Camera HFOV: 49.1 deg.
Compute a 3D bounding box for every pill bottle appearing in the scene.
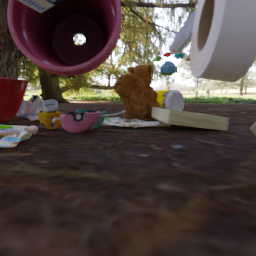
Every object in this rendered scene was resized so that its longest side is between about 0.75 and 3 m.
[{"bbox_3d":[1.618,-1.285,14.215,1.256,1.256,2.299,-5,7,-38],"label":"pill bottle"}]

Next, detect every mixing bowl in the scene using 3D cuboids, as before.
[{"bbox_3d":[-5.102,-0.997,10.205,2.822,1.528,2.822,0,5,0],"label":"mixing bowl"}]

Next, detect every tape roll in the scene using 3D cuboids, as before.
[{"bbox_3d":[2.221,-2.434,6.485,0.934,2.669,2.669,7,6,0],"label":"tape roll"}]

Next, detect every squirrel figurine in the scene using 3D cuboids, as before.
[{"bbox_3d":[0.443,-1.330,10.120,1.544,2.036,2.182,2,0,24],"label":"squirrel figurine"}]

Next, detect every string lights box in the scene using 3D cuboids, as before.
[{"bbox_3d":[-1.080,-2.974,4.593,2.586,0.762,1.329,-12,-11,31],"label":"string lights box"}]

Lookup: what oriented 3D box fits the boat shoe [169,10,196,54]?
[{"bbox_3d":[2.248,-3.082,8.174,0.825,2.525,0.929,36,22,-13],"label":"boat shoe"}]

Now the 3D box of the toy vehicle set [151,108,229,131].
[{"bbox_3d":[1.697,-0.312,8.414,1.598,0.341,2.572,7,5,-5],"label":"toy vehicle set"}]

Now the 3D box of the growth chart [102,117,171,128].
[{"bbox_3d":[0.014,-0.173,8.832,2.368,0.210,1.713,7,8,43],"label":"growth chart"}]

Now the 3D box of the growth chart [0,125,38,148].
[{"bbox_3d":[-2.980,0.186,5.243,2.153,0.264,2.976,2,7,6],"label":"growth chart"}]

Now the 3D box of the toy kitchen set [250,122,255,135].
[{"bbox_3d":[2.709,-0.237,2.105,1.945,2.385,2.151,48,27,19],"label":"toy kitchen set"}]

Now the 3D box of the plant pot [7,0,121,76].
[{"bbox_3d":[-1.631,-2.875,8.266,2.910,2.910,2.604,0,0,-2],"label":"plant pot"}]

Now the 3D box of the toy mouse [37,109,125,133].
[{"bbox_3d":[-1.251,-0.206,7.555,2.354,0.513,2.649,-1,6,-6],"label":"toy mouse"}]

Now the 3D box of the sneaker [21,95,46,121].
[{"bbox_3d":[-3.782,-0.843,11.383,0.866,1.001,2.309,-6,7,-34],"label":"sneaker"}]

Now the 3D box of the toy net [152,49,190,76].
[{"bbox_3d":[1.999,-2.553,10.218,2.092,0.404,1.097,-22,37,-11],"label":"toy net"}]

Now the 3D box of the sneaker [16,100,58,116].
[{"bbox_3d":[-4.418,-0.840,13.264,2.194,0.801,0.777,-7,-18,-35],"label":"sneaker"}]
